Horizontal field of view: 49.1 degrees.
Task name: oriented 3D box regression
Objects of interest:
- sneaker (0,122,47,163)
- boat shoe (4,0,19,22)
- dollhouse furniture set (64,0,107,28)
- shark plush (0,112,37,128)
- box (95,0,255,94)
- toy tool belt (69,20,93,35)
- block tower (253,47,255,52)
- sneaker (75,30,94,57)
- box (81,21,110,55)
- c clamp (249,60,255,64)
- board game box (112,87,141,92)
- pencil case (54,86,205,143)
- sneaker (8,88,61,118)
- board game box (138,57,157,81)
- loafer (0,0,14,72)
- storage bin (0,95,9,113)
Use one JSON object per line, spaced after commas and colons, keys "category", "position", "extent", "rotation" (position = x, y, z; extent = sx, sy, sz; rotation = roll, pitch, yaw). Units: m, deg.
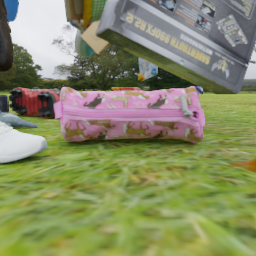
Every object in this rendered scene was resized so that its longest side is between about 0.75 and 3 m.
{"category": "sneaker", "position": [-2.149, 0.119, 4.220], "extent": [1.843, 0.738, 0.648], "rotation": [2, 7, 4]}
{"category": "boat shoe", "position": [-3.297, -3.745, 7.225], "extent": [0.674, 1.964, 0.826], "rotation": [0, 7, 8]}
{"category": "dollhouse furniture set", "position": [0.010, -2.414, 3.439], "extent": [1.715, 2.618, 1.314], "rotation": [-12, 44, -15]}
{"category": "shark plush", "position": [-3.112, -0.059, 7.297], "extent": [1.368, 0.622, 0.570], "rotation": [18, 21, -25]}
{"category": "box", "position": [0.594, -1.126, 2.660], "extent": [1.504, 1.191, 0.363], "rotation": [19, -1, -24]}
{"category": "toy tool belt", "position": [-1.429, -3.357, 8.523], "extent": [0.962, 0.978, 1.566], "rotation": [23, 21, 1]}
{"category": "block tower", "position": [4.555, -2.721, 8.226], "extent": [0.445, 1.648, 0.476], "rotation": [16, 38, -48]}
{"category": "sneaker", "position": [-0.679, -3.250, 9.811], "extent": [1.909, 2.924, 1.163], "rotation": [37, 47, 1]}
{"category": "box", "position": [-0.634, -2.450, 7.094], "extent": [0.829, 1.015, 0.108], "rotation": [49, 9, 25]}
{"category": "c clamp", "position": [2.775, -2.434, 9.312], "extent": [1.923, 0.305, 2.251], "rotation": [-1, 20, -45]}
{"category": "board game box", "position": [0.297, -0.423, 6.609], "extent": [0.786, 0.247, 1.645], "rotation": [6, -28, 37]}
{"category": "pencil case", "position": [0.042, -0.254, 5.444], "extent": [2.764, 1.196, 1.144], "rotation": [0, 49, 3]}
{"category": "sneaker", "position": [-3.295, -0.983, 10.612], "extent": [2.957, 1.045, 1.445], "rotation": [9, 12, 35]}
{"category": "board game box", "position": [0.644, -2.530, 10.414], "extent": [0.176, 1.359, 1.359], "rotation": [-6, 1, -22]}
{"category": "loafer", "position": [-3.315, -2.536, 6.484], "extent": [1.043, 2.859, 1.020], "rotation": [-12, -10, -4]}
{"category": "storage bin", "position": [-4.872, -0.753, 9.919], "extent": [1.157, 0.802, 1.711], "rotation": [-3, 10, -23]}
